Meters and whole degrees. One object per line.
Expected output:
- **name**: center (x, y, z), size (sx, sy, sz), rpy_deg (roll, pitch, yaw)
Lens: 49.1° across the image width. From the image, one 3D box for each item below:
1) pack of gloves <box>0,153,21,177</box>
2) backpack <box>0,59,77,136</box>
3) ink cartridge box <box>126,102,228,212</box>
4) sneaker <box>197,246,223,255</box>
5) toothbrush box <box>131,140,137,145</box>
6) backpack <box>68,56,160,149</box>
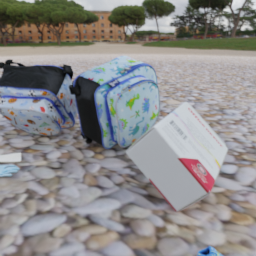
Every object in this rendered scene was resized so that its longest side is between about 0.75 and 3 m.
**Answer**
- **pack of gloves**: center (-4.053, 1.027, 8.104), size (1.743, 0.344, 1.464), rpy_deg (-6, 20, -17)
- **backpack**: center (-3.118, -0.936, 10.374), size (2.961, 2.281, 2.820), rpy_deg (10, -18, 19)
- **ink cartridge box**: center (1.363, 0.573, 7.042), size (1.823, 1.036, 2.501), rpy_deg (49, 32, 5)
- **sneaker**: center (1.495, 2.207, 4.670), size (0.763, 0.401, 0.289), rpy_deg (0, 21, 3)
- **toothbrush box**: center (0.539, 0.486, 9.580), size (0.618, 0.365, 0.849), rpy_deg (-13, 22, -23)
- **backpack**: center (-0.122, -0.890, 9.430), size (2.101, 2.617, 2.859), rpy_deg (25, 48, 34)
